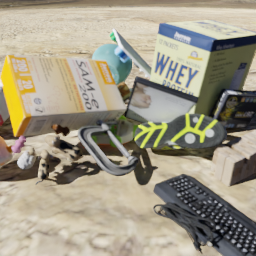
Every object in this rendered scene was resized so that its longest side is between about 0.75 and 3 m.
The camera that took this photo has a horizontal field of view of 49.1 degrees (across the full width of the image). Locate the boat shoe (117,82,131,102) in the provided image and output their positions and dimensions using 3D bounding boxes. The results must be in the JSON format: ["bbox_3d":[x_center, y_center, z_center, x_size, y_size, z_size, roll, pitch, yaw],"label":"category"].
[{"bbox_3d":[-0.774,-0.991,9.534,1.810,0.668,0.685,-27,20,-3],"label":"boat shoe"}]

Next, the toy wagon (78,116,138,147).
[{"bbox_3d":[-0.399,0.095,8.265,2.028,0.401,1.574,3,25,3],"label":"toy wagon"}]

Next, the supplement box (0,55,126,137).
[{"bbox_3d":[-1.705,-0.907,7.616,2.879,1.059,1.815,-8,66,-37],"label":"supplement box"}]

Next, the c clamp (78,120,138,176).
[{"bbox_3d":[-0.388,0.411,6.869,1.602,0.254,1.876,1,41,-46],"label":"c clamp"}]

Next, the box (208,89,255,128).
[{"bbox_3d":[3.200,-0.557,8.402,1.479,1.192,0.363,0,39,-27],"label":"box"}]

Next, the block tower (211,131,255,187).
[{"bbox_3d":[3.241,0.585,7.111,2.592,0.749,0.700,-15,33,-28],"label":"block tower"}]

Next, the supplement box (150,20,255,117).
[{"bbox_3d":[2.303,-1.745,8.855,2.764,2.761,1.855,-20,41,-38],"label":"supplement box"}]

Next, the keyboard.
[{"bbox_3d":[1.590,1.670,5.346,1.425,0.543,2.738,-18,32,-30],"label":"keyboard"}]

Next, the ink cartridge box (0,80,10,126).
[{"bbox_3d":[-4.572,-0.654,8.809,1.652,0.933,2.251,-12,27,8],"label":"ink cartridge box"}]

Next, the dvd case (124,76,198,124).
[{"bbox_3d":[0.765,-0.532,7.549,1.569,2.200,0.193,19,69,0],"label":"dvd case"}]

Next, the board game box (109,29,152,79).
[{"bbox_3d":[0.444,-2.420,10.908,0.374,2.890,2.890,-42,27,15],"label":"board game box"}]

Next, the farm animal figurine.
[{"bbox_3d":[-1.835,0.530,6.425,1.408,1.137,0.708,-28,4,-24],"label":"farm animal figurine"}]

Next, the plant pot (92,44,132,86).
[{"bbox_3d":[-0.702,-2.103,10.148,1.537,1.537,1.233,4,35,7],"label":"plant pot"}]

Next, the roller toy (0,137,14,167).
[{"bbox_3d":[-3.235,0.686,6.605,0.888,0.680,0.973,-31,1,26],"label":"roller toy"}]

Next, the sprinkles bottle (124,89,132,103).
[{"bbox_3d":[0.231,-1.192,10.442,1.688,0.576,0.576,2,29,8],"label":"sprinkles bottle"}]

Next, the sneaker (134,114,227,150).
[{"bbox_3d":[1.359,0.132,7.269,2.329,0.878,0.890,-1,-7,29],"label":"sneaker"}]
